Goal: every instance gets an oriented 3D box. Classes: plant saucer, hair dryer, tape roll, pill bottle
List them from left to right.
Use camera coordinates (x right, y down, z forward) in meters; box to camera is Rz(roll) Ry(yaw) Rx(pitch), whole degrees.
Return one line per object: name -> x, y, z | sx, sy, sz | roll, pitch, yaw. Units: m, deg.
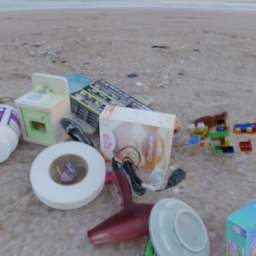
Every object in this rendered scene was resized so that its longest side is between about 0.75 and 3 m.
pill bottle -> -4.494, 0.200, 9.816 | 1.270, 1.270, 2.263 | -6, 30, -10
tape roll -> -1.711, 1.314, 8.140 | 2.152, 0.393, 2.152 | 3, 46, -3
plant saucer -> -2.979, -2.075, 14.358 | 2.547, 0.458, 2.547 | 4, 32, -3
hair dryer -> 0.013, 1.850, 7.153 | 2.124, 0.758, 2.789 | 19, 54, 34
plant saucer -> 1.248, 2.302, 6.166 | 1.701, 0.427, 1.701 | 23, 43, -24

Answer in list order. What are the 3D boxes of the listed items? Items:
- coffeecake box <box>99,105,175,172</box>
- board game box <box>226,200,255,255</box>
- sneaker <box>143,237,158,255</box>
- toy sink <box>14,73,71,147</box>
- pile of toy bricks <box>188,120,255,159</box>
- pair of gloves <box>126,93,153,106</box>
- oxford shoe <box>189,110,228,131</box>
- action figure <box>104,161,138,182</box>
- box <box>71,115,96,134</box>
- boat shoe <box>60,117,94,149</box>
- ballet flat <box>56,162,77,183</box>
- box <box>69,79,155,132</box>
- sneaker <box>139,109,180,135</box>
coffeecake box -> 0.272, 0.337, 9.034 | 2.246, 1.724, 0.821 | 9, 36, 12
board game box -> 2.990, 2.236, 5.925 | 2.175, 1.654, 0.489 | -17, 22, -28
sneaker -> 0.616, 2.905, 5.952 | 0.641, 0.587, 1.505 | 9, 43, 7
toy sink -> -3.065, -0.628, 10.196 | 1.502, 2.304, 1.291 | 12, 32, 18
pile of toy bricks -> 3.215, 0.519, 9.533 | 2.330, 1.150, 1.293 | -4, 54, 32
pair of gloves -> -0.190, -1.159, 13.012 | 2.260, 0.396, 1.922 | 16, 31, 23
oxford shoe -> 3.113, -0.320, 11.355 | 1.953, 0.688, 0.730 | -12, 27, -30
action figure -> -0.347, 1.438, 8.646 | 1.348, 0.348, 0.441 | -18, 29, -19
box -> -1.644, -0.357, 11.465 | 1.003, 0.549, 1.136 | 12, 32, 18
boat shoe -> -1.800, 0.218, 9.806 | 1.560, 0.521, 0.445 | 44, 13, -3
ballet flat -> -2.011, 1.108, 9.024 | 0.610, 0.592, 1.714 | -15, 35, -5
box -> -0.675, -0.731, 11.160 | 2.882, 0.638, 2.309 | 32, 39, 15
sneaker -> 1.053, -0.083, 10.515 | 1.801, 1.009, 0.699 | 19, 64, 17
